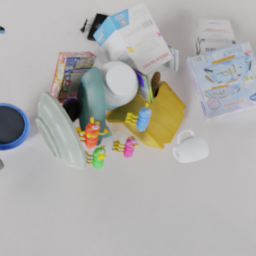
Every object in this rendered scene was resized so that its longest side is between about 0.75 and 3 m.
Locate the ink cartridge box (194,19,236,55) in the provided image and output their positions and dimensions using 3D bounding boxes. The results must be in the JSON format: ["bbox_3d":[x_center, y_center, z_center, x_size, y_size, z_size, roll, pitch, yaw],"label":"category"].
[{"bbox_3d":[4.097,-3.822,13.207,1.634,0.955,2.816,3,59,-1],"label":"ink cartridge box"}]

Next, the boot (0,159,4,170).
[{"bbox_3d":[-4.063,1.040,8.380,0.384,1.134,0.741,-36,43,-17],"label":"boot"}]

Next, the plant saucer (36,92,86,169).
[{"bbox_3d":[-2.325,0.225,9.055,0.697,2.779,2.779,-28,63,-23],"label":"plant saucer"}]

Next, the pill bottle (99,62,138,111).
[{"bbox_3d":[-0.573,-1.488,10.169,1.524,2.751,1.524,1,88,-15],"label":"pill bottle"}]

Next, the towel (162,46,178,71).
[{"bbox_3d":[1.503,-3.020,11.629,0.171,1.056,1.437,-40,53,-24],"label":"towel"}]

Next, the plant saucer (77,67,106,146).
[{"bbox_3d":[-1.367,-0.728,9.727,0.496,2.757,2.757,-3,57,-20],"label":"plant saucer"}]

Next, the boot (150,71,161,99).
[{"bbox_3d":[1.041,-1.568,10.304,0.409,0.420,1.112,23,79,-31],"label":"boot"}]

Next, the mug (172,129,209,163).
[{"bbox_3d":[1.921,0.575,8.974,0.949,0.799,1.082,-17,99,-15],"label":"mug"}]

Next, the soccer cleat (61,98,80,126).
[{"bbox_3d":[-2.277,-0.425,10.404,0.784,2.300,0.842,-1,53,-20],"label":"soccer cleat"}]

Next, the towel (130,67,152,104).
[{"bbox_3d":[0.428,-1.520,9.977,0.170,1.072,1.492,-22,31,-15],"label":"towel"}]

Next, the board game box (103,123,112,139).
[{"bbox_3d":[-1.032,0.130,10.881,0.786,0.184,0.593,-10,63,-53],"label":"board game box"}]

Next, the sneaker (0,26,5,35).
[{"bbox_3d":[-5.108,-3.865,10.668,0.838,0.374,0.329,10,76,-32],"label":"sneaker"}]

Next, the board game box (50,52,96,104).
[{"bbox_3d":[-2.029,-1.831,10.264,0.436,1.881,1.425,37,33,25],"label":"board game box"}]

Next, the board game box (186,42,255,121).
[{"bbox_3d":[4.128,-1.945,11.665,2.726,0.561,2.719,-15,82,-4],"label":"board game box"}]

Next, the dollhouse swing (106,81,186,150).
[{"bbox_3d":[0.667,-0.485,11.479,2.134,2.064,2.348,45,58,-21],"label":"dollhouse swing"}]

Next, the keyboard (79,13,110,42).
[{"bbox_3d":[-1.760,-5.263,14.551,1.295,0.210,2.038,13,59,1],"label":"keyboard"}]

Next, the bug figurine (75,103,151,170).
[{"bbox_3d":[-0.377,0.347,9.036,2.864,2.221,0.737,-18,48,-31],"label":"bug figurine"}]

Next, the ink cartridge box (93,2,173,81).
[{"bbox_3d":[0.256,-3.093,11.190,1.784,1.738,2.775,-34,100,-26],"label":"ink cartridge box"}]

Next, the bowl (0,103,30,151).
[{"bbox_3d":[-4.646,-0.050,10.420,1.873,1.873,0.368,-25,31,-14],"label":"bowl"}]

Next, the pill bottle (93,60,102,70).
[{"bbox_3d":[-1.792,-2.669,12.362,0.929,0.929,1.678,-40,53,-21],"label":"pill bottle"}]
